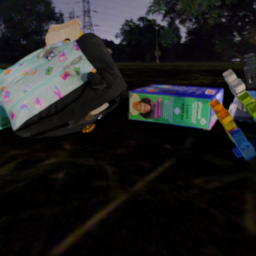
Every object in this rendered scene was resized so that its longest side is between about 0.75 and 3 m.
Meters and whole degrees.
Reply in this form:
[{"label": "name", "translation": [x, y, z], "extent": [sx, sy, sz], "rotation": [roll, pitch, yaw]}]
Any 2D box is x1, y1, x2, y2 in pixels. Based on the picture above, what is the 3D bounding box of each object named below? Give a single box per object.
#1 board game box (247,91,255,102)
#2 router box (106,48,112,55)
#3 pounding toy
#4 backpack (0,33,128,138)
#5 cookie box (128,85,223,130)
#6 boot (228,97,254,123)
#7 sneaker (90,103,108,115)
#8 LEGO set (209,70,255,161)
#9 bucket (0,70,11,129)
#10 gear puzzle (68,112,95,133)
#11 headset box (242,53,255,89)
[{"label": "board game box", "translation": [5.971, -1.411, 13.227], "extent": [1.142, 0.281, 1.445], "rotation": [17, 28, 35]}, {"label": "router box", "translation": [-1.023, -2.491, 9.521], "extent": [0.767, 0.575, 0.238], "rotation": [9, 39, -32]}, {"label": "pounding toy", "translation": [-1.735, -1.809, 8.684], "extent": [1.544, 2.700, 1.549], "rotation": [1, 34, -8]}, {"label": "backpack", "translation": [-1.650, -0.968, 6.949], "extent": [2.938, 1.860, 2.452], "rotation": [-29, -13, 5]}, {"label": "cookie box", "translation": [1.696, -0.825, 9.647], "extent": [2.706, 1.017, 2.314], "rotation": [7, 17, 25]}, {"label": "boot", "translation": [4.028, -0.587, 9.740], "extent": [0.865, 0.697, 1.915], "rotation": [18, 27, 22]}, {"label": "sneaker", "translation": [-1.148, -1.128, 8.931], "extent": [0.770, 1.179, 2.108], "rotation": [-30, -2, -28]}, {"label": "LEGO set", "translation": [2.782, -0.003, 6.600], "extent": [1.083, 1.165, 2.840], "rotation": [-32, 41, 14]}, {"label": "bucket", "translation": [-3.613, -0.894, 8.471], "extent": [1.183, 1.818, 1.818], "rotation": [-8, 17, -23]}, {"label": "gear puzzle", "translation": [-1.259, -0.119, 8.244], "extent": [0.779, 0.197, 1.504], "rotation": [-31, 23, -13]}, {"label": "headset box", "translation": [3.834, -1.769, 8.715], "extent": [0.408, 0.766, 0.879], "rotation": [-10, 38, 25]}]
